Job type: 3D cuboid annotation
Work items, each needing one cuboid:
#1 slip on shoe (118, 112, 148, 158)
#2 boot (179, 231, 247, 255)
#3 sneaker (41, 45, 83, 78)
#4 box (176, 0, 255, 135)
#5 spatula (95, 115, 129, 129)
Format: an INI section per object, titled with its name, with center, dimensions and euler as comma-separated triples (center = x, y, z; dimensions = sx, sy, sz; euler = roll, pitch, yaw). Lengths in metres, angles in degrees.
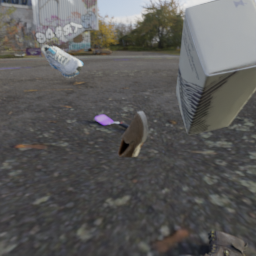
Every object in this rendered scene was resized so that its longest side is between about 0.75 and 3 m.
[slip on shoe]
center = 0.071, 0.175, 5.543
dimensions = 0.366, 1.208, 0.459
euler = -9, 55, -23
[boot]
center = 1.454, 2.167, 4.803
dimensions = 1.255, 0.434, 1.092
euler = 14, 20, 9
[sneaker]
center = -1.922, -1.904, 7.802
dimensions = 1.603, 0.601, 0.695
euler = 28, -12, 36
[box]
center = 1.309, -0.742, 4.362
dimensions = 0.859, 1.033, 2.514
euler = -13, -19, 4
[spatula]
center = -0.483, -0.158, 11.795
dimensions = 2.355, 0.242, 0.666
euler = 17, 27, 40
